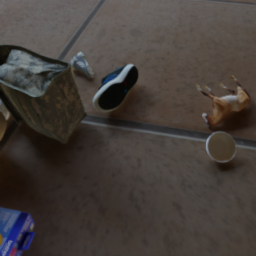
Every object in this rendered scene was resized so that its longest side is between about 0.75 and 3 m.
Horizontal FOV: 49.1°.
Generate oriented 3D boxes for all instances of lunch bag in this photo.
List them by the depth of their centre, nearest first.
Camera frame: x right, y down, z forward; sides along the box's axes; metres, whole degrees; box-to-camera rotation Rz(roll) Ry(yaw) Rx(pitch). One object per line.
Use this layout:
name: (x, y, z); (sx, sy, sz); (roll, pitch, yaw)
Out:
lunch bag: (-3.060, -1.117, 8.793); (2.897, 2.376, 1.703); (23, 60, 20)

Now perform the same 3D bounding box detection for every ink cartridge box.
ink cartridge box: (-3.018, 2.539, 6.586); (1.689, 0.645, 1.152); (10, 47, 7)

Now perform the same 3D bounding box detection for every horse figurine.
horse figurine: (3.512, -1.024, 9.985); (2.442, 0.610, 1.619); (-14, 59, -21)

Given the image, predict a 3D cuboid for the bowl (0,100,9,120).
bowl: (-4.908, -1.021, 9.420); (1.705, 0.636, 1.702); (-4, 65, -33)

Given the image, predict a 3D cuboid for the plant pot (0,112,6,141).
plant pot: (-4.885, 0.420, 7.409); (2.780, 2.780, 1.866); (0, 61, 0)

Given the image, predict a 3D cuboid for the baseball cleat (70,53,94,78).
baseball cleat: (-1.935, -2.469, 11.597); (0.801, 0.525, 1.506); (-28, 53, 6)

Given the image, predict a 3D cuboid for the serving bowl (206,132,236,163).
serving bowl: (2.781, 0.598, 8.518); (0.933, 0.307, 0.933); (2, 77, -9)

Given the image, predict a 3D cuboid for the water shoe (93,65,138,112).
water shoe: (-0.596, -1.447, 10.426); (1.045, 0.947, 2.648); (4, 38, 37)
